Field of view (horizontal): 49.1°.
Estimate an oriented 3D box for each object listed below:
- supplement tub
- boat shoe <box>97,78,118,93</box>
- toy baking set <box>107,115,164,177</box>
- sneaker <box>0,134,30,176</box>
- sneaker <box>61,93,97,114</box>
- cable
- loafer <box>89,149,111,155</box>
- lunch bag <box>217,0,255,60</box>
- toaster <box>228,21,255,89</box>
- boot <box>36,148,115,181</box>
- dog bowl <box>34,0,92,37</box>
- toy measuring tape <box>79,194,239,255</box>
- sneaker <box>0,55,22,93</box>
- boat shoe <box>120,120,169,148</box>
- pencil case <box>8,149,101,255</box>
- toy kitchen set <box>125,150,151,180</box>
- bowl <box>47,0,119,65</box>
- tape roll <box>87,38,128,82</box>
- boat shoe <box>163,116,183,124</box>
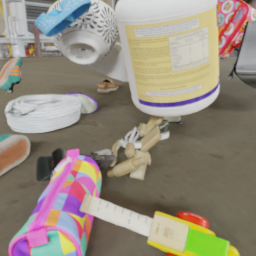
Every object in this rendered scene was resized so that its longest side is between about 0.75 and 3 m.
[{"bbox_3d":[0.829,-1.812,5.773,1.972,2.713,1.972,-9,31,6],"label":"supplement tub"},{"bbox_3d":[-1.166,-2.614,16.806,0.779,0.738,2.056,7,20,19],"label":"boat shoe"},{"bbox_3d":[0.144,0.446,6.663,2.279,0.265,1.749,-35,19,46],"label":"toy baking set"},{"bbox_3d":[-3.520,0.752,6.564,1.053,0.941,2.636,3,12,17],"label":"sneaker"},{"bbox_3d":[-2.159,-1.225,12.524,2.326,0.809,1.157,11,21,30],"label":"sneaker"},{"bbox_3d":[-3.118,-0.614,10.510,2.734,0.946,2.733,-6,18,-20],"label":"cable"},{"bbox_3d":[-0.871,0.777,7.226,0.367,0.367,1.051,24,30,35],"label":"loafer"},{"bbox_3d":[3.669,-3.700,10.504,0.875,2.135,1.881,1,40,-39],"label":"lunch bag"},{"bbox_3d":[4.382,-2.216,9.026,1.832,2.026,1.202,17,-2,-42],"label":"toaster"},{"bbox_3d":[-1.239,0.898,6.467,1.400,0.557,1.608,11,-26,-42],"label":"boot"},{"bbox_3d":[-1.429,-2.573,6.319,1.446,0.358,0.806,-32,8,17],"label":"dog bowl"},{"bbox_3d":[0.427,1.507,4.064,2.269,0.835,0.835,16,21,10],"label":"toy measuring tape"},{"bbox_3d":[-3.106,-1.438,7.549,0.436,0.488,1.221,-13,46,29],"label":"sneaker"},{"bbox_3d":[0.522,0.138,8.722,1.952,0.621,0.690,-16,24,-40],"label":"boat shoe"},{"bbox_3d":[-1.045,1.293,4.657,1.078,1.078,2.439,0,19,-1],"label":"pencil case"},{"bbox_3d":[0.166,0.939,6.880,0.619,0.684,0.758,9,-20,13],"label":"toy kitchen set"},{"bbox_3d":[-1.255,-2.441,7.779,2.124,0.997,2.124,1,-26,0],"label":"bowl"},{"bbox_3d":[-0.643,-3.005,10.314,2.978,1.041,2.978,24,33,-17],"label":"tape roll"},{"bbox_3d":[1.688,-0.313,10.749,0.888,0.319,0.300,10,-19,46],"label":"boat shoe"}]
